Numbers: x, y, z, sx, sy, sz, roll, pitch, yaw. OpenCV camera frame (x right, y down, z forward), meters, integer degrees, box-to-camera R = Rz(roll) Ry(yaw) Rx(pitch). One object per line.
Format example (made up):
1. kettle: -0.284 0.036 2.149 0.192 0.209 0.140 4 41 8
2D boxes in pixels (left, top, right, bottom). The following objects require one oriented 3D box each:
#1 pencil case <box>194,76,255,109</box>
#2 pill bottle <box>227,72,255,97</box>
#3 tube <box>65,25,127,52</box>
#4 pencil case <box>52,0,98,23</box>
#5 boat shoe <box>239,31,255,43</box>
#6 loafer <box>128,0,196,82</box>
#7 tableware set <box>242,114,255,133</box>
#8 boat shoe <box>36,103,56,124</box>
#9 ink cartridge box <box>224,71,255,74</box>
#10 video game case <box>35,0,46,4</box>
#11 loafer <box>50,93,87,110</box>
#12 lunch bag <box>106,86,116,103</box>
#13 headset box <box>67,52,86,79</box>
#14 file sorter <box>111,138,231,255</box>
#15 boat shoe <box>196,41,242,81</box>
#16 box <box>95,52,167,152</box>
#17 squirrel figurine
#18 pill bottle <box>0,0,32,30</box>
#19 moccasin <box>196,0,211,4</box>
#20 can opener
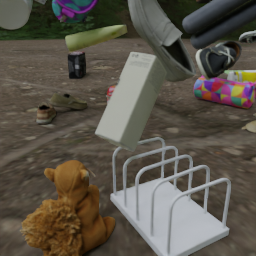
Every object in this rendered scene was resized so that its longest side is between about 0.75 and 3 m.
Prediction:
1. pencil case: 3.650 -1.418 10.584 2.282 1.009 1.009 16 26 39
2. pill bottle: 5.069 -1.794 11.528 1.818 0.993 0.993 4 22 10
3. tube: -0.884 -2.605 7.993 1.759 0.457 0.510 -14 43 2
4. pencil case: -1.613 -3.798 8.256 1.235 1.341 2.901 26 7 -19
5. boat shoe: 4.172 -3.053 9.495 0.965 0.341 0.307 -2 48 57
6. loafer: 0.995 -2.514 7.595 0.996 2.855 0.998 2 48 47
7. tableware set: 4.298 -0.047 8.049 1.444 0.201 1.729 -22 33 -30
8. boat shoe: -2.655 -0.573 9.089 0.535 0.507 1.412 -4 22 -9
9. ink cartridge box: 5.695 -2.139 12.724 2.521 0.747 1.309 0 22 0
10. video game case: -3.458 -5.304 10.850 0.685 0.752 0.086 15 29 -31
11. loafer: -2.030 -0.946 9.814 1.414 0.477 0.538 0 17 -44
12. lunch bag: -0.037 -1.139 10.476 1.512 0.619 1.331 0 26 2
13. headset box: -2.796 -3.517 15.528 0.657 1.265 1.700 1 22 2
14. file sorter: 0.598 0.981 4.436 1.164 1.045 1.678 -12 25 -27
15. boat shoe: 3.151 -2.430 9.657 1.013 1.076 2.996 -22 8 39
16. box: 0.069 -0.396 4.244 0.473 1.384 0.569 19 -11 30
17. squirrel figurine: -0.792 1.121 3.809 0.929 1.225 1.312 6 22 15
18. pill bottle: -3.305 -3.565 7.538 1.250 1.250 2.251 -9 46 -22
19. moccasin: 1.850 -3.229 6.780 0.362 0.382 0.989 5 27 15
20. can opener: 2.525 -2.438 5.228 2.992 0.798 1.000 -27 28 17
